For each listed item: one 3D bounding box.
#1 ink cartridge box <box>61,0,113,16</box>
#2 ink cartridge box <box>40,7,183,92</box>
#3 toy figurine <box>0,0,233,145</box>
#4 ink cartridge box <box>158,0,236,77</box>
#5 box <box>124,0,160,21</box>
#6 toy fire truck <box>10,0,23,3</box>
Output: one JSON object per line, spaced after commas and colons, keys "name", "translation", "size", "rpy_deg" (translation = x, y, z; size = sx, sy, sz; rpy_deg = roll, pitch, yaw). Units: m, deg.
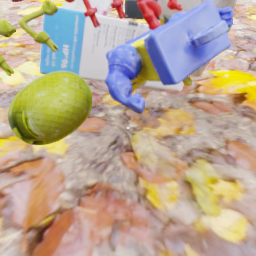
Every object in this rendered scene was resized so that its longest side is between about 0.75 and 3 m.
{"name": "ink cartridge box", "translation": [-1.185, -2.616, 6.923], "size": [0.943, 2.780, 1.601], "rpy_deg": [27, 1, -14]}
{"name": "ink cartridge box", "translation": [-0.039, -1.248, 4.615], "size": [2.666, 0.904, 1.546], "rpy_deg": [4, 18, -18]}
{"name": "toy figurine", "translation": [0.086, -0.787, 2.435], "size": [2.449, 1.292, 1.467], "rpy_deg": [-34, 24, -24]}
{"name": "ink cartridge box", "translation": [1.801, -3.035, 7.043], "size": [1.193, 2.842, 2.058], "rpy_deg": [28, 73, 23]}
{"name": "box", "translation": [0.630, -3.619, 8.336], "size": [1.390, 0.548, 0.981], "rpy_deg": [5, 41, 3]}
{"name": "toy fire truck", "translation": [-2.411, -3.670, 6.203], "size": [0.987, 1.478, 1.760], "rpy_deg": [-27, 39, -32]}
